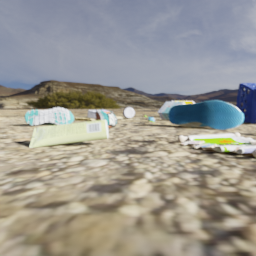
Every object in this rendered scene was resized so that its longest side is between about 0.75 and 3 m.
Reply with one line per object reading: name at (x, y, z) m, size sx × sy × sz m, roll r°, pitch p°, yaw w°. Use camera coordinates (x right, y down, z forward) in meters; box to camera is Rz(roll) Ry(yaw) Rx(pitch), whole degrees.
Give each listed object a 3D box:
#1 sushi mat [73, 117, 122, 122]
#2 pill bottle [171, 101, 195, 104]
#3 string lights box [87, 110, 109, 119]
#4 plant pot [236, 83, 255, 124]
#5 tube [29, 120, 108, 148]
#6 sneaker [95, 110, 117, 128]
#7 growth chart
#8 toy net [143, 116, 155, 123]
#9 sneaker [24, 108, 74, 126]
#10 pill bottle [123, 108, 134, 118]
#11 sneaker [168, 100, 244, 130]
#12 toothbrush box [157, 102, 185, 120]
sushi mat at (-1.699, -0.554, 16.649) m, size 1.390 × 0.176 × 2.905 m, roll 5°, pitch 7°, yaw 36°
pill bottle at (3.959, -1.311, 19.724) m, size 2.126 × 1.161 × 1.161 m, roll -1°, pitch 5°, yaw -11°
string lights box at (-1.576, -0.769, 15.998) m, size 0.729 × 0.418 × 1.419 m, roll 13°, pitch 11°, yaw 32°
plant pot at (6.514, -1.112, 13.452) m, size 1.964 × 1.964 × 1.766 m, roll 0°, pitch 12°, yaw -3°
tube at (-1.325, 0.125, 6.352) m, size 1.730 × 0.449 × 0.502 m, roll -6°, pitch -1°, yaw -2°
sneaker at (-0.821, -0.350, 10.886) m, size 0.838 × 0.748 × 2.097 m, roll -5°, pitch 4°, yaw -8°
growth chart at (2.391, 0.343, 5.957) m, size 1.934 × 0.237 × 2.673 m, roll -3°, pitch 5°, yaw -20°
toy net at (1.108, -0.443, 14.649) m, size 0.636 × 0.234 × 1.212 m, roll 15°, pitch 1°, yaw 8°
sneaker at (-3.517, -0.470, 12.463) m, size 2.116 × 0.821 × 0.965 m, roll 2°, pitch -3°, yaw -25°
pill bottle at (-0.002, -0.969, 18.351) m, size 0.685 × 0.685 × 1.233 m, roll -1°, pitch 1°, yaw -7°
sneaker at (3.095, -0.513, 11.026) m, size 2.870 × 1.098 × 1.159 m, roll 7°, pitch 4°, yaw 37°
toothbrush box at (2.593, -0.992, 16.396) m, size 1.028 × 0.599 × 1.405 m, roll -48°, pitch 30°, yaw -24°
